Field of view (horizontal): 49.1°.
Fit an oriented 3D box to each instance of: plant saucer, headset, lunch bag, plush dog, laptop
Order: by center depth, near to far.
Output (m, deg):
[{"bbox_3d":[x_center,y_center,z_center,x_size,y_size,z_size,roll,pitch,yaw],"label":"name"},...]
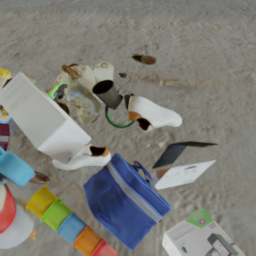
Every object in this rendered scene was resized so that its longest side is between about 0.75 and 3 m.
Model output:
[{"bbox_3d":[-0.038,1.654,7.149,1.541,1.583,2.330,-43,19,-4],"label":"lunch bag"},{"bbox_3d":[1.769,0.869,8.687,0.832,1.610,1.427,46,25,27],"label":"laptop"},{"bbox_3d":[-3.681,1.904,10.827,1.331,1.331,0.229,23,89,22],"label":"plant saucer"},{"bbox_3d":[-2.117,-1.586,10.873,2.297,2.146,2.675,-2,66,50],"label":"plush dog"},{"bbox_3d":[-0.237,-1.065,11.183,1.359,2.201,1.034,7,6,7],"label":"headset"}]

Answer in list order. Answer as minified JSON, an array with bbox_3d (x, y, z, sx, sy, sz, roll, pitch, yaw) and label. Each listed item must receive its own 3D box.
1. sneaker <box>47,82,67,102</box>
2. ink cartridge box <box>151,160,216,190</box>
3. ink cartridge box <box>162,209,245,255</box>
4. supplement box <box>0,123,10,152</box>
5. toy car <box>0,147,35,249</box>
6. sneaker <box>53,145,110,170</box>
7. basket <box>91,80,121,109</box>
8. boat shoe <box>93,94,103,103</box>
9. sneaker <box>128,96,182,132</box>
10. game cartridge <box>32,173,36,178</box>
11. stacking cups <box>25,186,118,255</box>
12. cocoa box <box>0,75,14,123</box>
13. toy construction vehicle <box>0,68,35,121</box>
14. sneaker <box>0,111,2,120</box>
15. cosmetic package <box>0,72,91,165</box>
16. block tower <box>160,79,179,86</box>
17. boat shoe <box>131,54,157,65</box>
[{"bbox_3d":[-2.074,-1.060,8.348,0.369,0.403,0.962,-19,22,26],"label":"sneaker"},{"bbox_3d":[1.505,1.263,8.124,1.632,1.416,0.355,-5,55,-27],"label":"ink cartridge box"},{"bbox_3d":[2.418,3.959,8.626,1.672,0.965,2.298,-23,48,-22],"label":"ink cartridge box"},{"bbox_3d":[-4.249,0.374,9.356,0.424,0.991,0.547,4,42,-31],"label":"supplement box"},{"bbox_3d":[-3.396,2.090,7.059,2.447,2.766,2.550,22,62,33],"label":"toy car"},{"bbox_3d":[-1.969,1.088,11.650,2.409,1.020,0.877,-6,45,-4],"label":"sneaker"},{"bbox_3d":[-0.665,-1.118,9.638,0.833,0.924,0.629,-11,54,21],"label":"basket"},{"bbox_3d":[-1.597,-1.729,15.094,0.360,0.355,1.016,-30,51,-28],"label":"boat shoe"},{"bbox_3d":[0.936,-0.269,10.266,0.926,2.542,1.076,1,75,53],"label":"sneaker"},{"bbox_3d":[-3.715,1.298,9.174,1.212,0.786,0.233,33,93,10],"label":"game cartridge"},{"bbox_3d":[-1.299,2.418,6.819,2.478,0.750,0.750,34,51,9],"label":"stacking cups"},{"bbox_3d":[-6.551,-1.246,13.655,1.652,1.625,2.477,11,44,11],"label":"cocoa box"},{"bbox_3d":[-4.808,-1.186,10.783,2.399,2.089,0.845,-36,66,16],"label":"toy construction vehicle"},{"bbox_3d":[-5.046,-0.637,8.992,2.312,0.842,0.979,7,20,4],"label":"sneaker"},{"bbox_3d":[-2.553,-0.290,8.371,1.157,1.467,2.726,-48,60,-5],"label":"cosmetic package"},{"bbox_3d":[2.399,-2.612,16.081,1.059,0.286,0.306,-1,44,-1],"label":"block tower"},{"bbox_3d":[0.600,-2.660,10.942,1.004,0.361,0.341,14,18,21],"label":"boat shoe"}]
